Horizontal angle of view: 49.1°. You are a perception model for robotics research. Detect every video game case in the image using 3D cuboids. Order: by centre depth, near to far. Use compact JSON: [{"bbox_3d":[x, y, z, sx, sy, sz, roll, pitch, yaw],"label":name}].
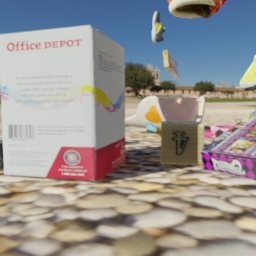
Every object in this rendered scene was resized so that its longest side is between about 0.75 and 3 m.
[{"bbox_3d":[3.165,0.202,5.234,2.738,0.490,2.481,-28,22,-36],"label":"video game case"}]

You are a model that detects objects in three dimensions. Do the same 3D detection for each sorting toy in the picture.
[{"bbox_3d":[1.275,-0.377,11.450,2.940,1.571,2.647,-6,0,-41],"label":"sorting toy"}]

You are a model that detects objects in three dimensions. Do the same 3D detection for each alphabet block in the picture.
[{"bbox_3d":[1.178,0.308,6.249,0.903,0.887,0.882,1,4,8],"label":"alphabet block"}]

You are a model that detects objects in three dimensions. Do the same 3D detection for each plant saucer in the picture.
[{"bbox_3d":[3.693,0.258,8.278,2.401,0.609,2.401,0,4,0],"label":"plant saucer"}]

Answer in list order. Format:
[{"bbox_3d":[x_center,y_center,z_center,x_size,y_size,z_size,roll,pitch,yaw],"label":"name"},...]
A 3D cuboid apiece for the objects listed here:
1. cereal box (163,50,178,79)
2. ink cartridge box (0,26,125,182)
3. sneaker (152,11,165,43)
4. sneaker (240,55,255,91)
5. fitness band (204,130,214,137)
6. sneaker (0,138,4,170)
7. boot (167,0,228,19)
[{"bbox_3d":[1.671,-2.451,10.927,0.204,0.743,1.033,-14,-24,27],"label":"cereal box"},{"bbox_3d":[-1.145,-0.459,5.497,1.841,2.534,1.833,2,6,16],"label":"ink cartridge box"},{"bbox_3d":[1.035,-3.392,9.447,0.435,1.027,0.383,4,13,7],"label":"sneaker"},{"bbox_3d":[3.261,-1.916,5.999,0.990,2.592,0.977,39,35,7],"label":"sneaker"},{"bbox_3d":[3.373,0.236,10.565,1.404,0.263,1.008,-4,4,-41],"label":"fitness band"},{"bbox_3d":[-3.013,0.480,5.591,1.728,0.679,0.770,-1,8,-12],"label":"sneaker"},{"bbox_3d":[2.013,-3.065,6.327,2.707,1.452,1.016,-4,-15,-15],"label":"boot"}]
